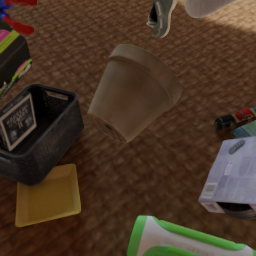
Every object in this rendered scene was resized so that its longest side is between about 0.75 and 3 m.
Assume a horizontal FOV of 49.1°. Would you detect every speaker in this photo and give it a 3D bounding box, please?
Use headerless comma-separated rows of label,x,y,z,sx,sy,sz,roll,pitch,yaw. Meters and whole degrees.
speaker,1.305,2.640,5.782,2.538,1.122,1.122,14,54,10

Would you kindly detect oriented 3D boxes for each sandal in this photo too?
sandal,2.868,-3.953,7.340,2.929,1.122,0.839,-21,16,29

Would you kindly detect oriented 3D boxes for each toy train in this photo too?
toy train,3.500,-0.380,8.529,1.964,0.450,0.335,-16,54,-13

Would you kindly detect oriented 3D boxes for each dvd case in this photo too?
dvd case,-1.923,-0.102,4.874,0.117,0.943,0.709,30,54,10

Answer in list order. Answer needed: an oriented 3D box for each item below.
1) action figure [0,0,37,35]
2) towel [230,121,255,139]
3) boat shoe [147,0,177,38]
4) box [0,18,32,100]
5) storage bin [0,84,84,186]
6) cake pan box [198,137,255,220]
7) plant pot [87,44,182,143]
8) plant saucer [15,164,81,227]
action figure,-2.804,-2.807,6.924,2.770,0.904,1.371,26,19,38
towel,4.509,0.248,7.797,2.591,0.281,1.900,-23,45,-4
boat shoe,0.826,-3.319,8.150,0.691,2.236,0.814,-22,80,-8
box,-2.637,-1.295,5.250,1.037,1.669,1.239,39,78,-10
storage bin,-2.517,0.083,7.500,1.696,1.176,2.509,16,48,19
cake pan box,2.130,0.817,4.927,0.414,1.459,1.584,45,58,-18
plant pot,-0.001,-0.541,5.441,1.623,1.623,1.409,30,75,21
plant saucer,-1.947,1.678,6.920,1.475,0.357,1.474,-11,46,-8
